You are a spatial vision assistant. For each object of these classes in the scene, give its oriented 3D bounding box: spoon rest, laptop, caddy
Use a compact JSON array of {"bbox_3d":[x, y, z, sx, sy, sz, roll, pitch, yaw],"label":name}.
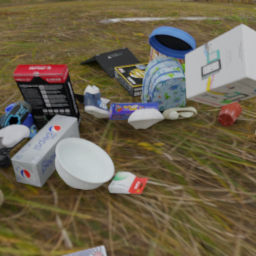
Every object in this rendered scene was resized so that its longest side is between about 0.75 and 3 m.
[{"bbox_3d":[0.572,-0.315,10.932,1.306,0.797,2.628,-4,3,-7],"label":"spoon rest"},{"bbox_3d":[-1.118,-4.107,18.299,2.785,1.724,2.975,-26,69,-35],"label":"laptop"},{"bbox_3d":[-1.756,-1.481,13.444,1.301,0.806,1.390,14,35,20],"label":"laptop"},{"bbox_3d":[-4.520,-0.653,12.106,1.549,0.813,1.095,14,36,21],"label":"caddy"}]

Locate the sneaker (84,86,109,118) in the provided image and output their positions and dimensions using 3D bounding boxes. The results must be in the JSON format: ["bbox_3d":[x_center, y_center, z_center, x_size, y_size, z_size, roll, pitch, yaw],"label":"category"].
[{"bbox_3d":[-1.265,-1.149,11.885,0.674,1.226,1.674,-7,-14,27],"label":"sneaker"}]

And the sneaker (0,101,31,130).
[{"bbox_3d":[-4.388,-0.132,10.218,0.774,2.115,0.866,37,31,-20],"label":"sneaker"}]

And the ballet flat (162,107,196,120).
[{"bbox_3d":[2.191,-0.607,11.964,1.487,0.502,0.464,-10,27,1],"label":"ballet flat"}]

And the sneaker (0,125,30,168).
[{"bbox_3d":[-4.042,0.665,9.317,1.927,1.096,0.727,-28,57,-7],"label":"sneaker"}]

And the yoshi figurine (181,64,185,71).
[{"bbox_3d":[2.679,-2.618,13.890,1.020,1.016,1.814,-18,25,-25],"label":"yoshi figurine"}]

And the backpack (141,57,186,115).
[{"bbox_3d":[1.609,-1.778,12.151,2.130,2.611,2.007,-4,33,-4],"label":"backpack"}]

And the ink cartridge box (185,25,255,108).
[{"bbox_3d":[2.801,-1.590,7.845,1.445,1.438,1.969,10,-16,-33],"label":"ink cartridge box"}]

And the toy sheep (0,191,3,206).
[{"bbox_3d":[-4.530,1.694,7.247,2.718,1.874,1.874,3,32,8],"label":"toy sheep"}]

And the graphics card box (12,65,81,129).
[{"bbox_3d":[-2.975,-1.088,10.757,1.822,2.904,0.739,0,48,6],"label":"graphics card box"}]

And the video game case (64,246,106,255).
[{"bbox_3d":[-0.997,3.372,6.253,1.215,0.153,1.333,-8,33,-14],"label":"video game case"}]

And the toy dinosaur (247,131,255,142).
[{"bbox_3d":[5.052,0.407,10.908,0.754,0.429,1.419,17,37,-14],"label":"toy dinosaur"}]

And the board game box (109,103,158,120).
[{"bbox_3d":[0.185,-0.659,11.384,1.833,0.410,1.232,-2,-9,-8],"label":"board game box"}]

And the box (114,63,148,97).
[{"bbox_3d":[0.763,-2.733,15.564,2.285,0.706,2.861,-10,33,-18],"label":"box"}]

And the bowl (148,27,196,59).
[{"bbox_3d":[1.773,-3.363,11.150,1.916,0.376,1.916,19,-7,2],"label":"bowl"}]

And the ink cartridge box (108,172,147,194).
[{"bbox_3d":[0.010,1.672,8.556,1.004,0.251,0.808,-5,23,23],"label":"ink cartridge box"}]

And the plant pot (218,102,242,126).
[{"bbox_3d":[4.299,-0.568,12.011,0.897,0.897,0.872,18,44,26],"label":"plant pot"}]

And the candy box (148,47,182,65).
[{"bbox_3d":[2.140,-3.968,16.014,1.811,1.056,0.511,7,10,-18],"label":"candy box"}]

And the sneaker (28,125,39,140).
[{"bbox_3d":[-3.661,0.268,10.915,0.482,0.563,1.358,-39,23,-9],"label":"sneaker"}]

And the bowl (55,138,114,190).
[{"bbox_3d":[-1.464,1.250,8.659,1.927,0.866,1.927,25,27,-13],"label":"bowl"}]

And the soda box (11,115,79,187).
[{"bbox_3d":[-2.735,0.692,9.772,0.914,0.984,2.882,9,33,14],"label":"soda box"}]
